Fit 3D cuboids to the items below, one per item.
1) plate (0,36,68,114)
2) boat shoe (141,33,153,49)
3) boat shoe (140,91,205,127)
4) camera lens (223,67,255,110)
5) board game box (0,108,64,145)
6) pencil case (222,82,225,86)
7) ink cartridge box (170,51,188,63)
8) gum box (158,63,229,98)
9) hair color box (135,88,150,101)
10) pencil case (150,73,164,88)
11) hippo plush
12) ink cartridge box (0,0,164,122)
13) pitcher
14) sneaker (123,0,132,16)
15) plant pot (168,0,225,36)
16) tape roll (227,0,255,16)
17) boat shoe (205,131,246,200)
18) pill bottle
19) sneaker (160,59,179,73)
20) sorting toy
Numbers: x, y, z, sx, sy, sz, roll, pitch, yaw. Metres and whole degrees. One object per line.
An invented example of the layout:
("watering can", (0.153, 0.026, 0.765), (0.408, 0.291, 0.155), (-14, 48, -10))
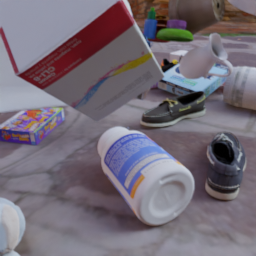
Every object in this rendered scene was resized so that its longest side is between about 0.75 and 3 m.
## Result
("plate", (-2.125, -1.697, 5.221), (2.878, 2.884, 0.466), (-9, 29, -21))
("boat shoe", (0.330, -1.614, 5.393), (0.265, 0.325, 0.771), (12, 49, -20))
("boat shoe", (1.604, -0.708, 9.828), (2.742, 0.826, 0.977), (-15, 30, -29))
("camera lens", (4.751, -1.480, 10.596), (1.919, 1.535, 1.535), (15, 30, 28))
("board game box", (-3.093, -0.143, 9.116), (1.306, 0.435, 1.943), (6, 26, 11))
("pencil case", (4.651, -1.973, 12.774), (0.612, 0.612, 1.399), (3, 25, 6))
("ink cartridge box", (3.646, -4.027, 16.706), (1.932, 0.809, 1.402), (21, 33, 36))
("gum box", (2.947, -2.234, 12.466), (2.166, 0.568, 2.549), (27, 51, 35))
("hair color box", (0.455, -1.139, 7.890), (0.244, 0.398, 0.804), (17, 37, 10))
("pencil case", (1.325, -2.182, 13.178), (1.548, 0.662, 0.650), (-11, 68, -21))
("hippo plush", (-2.549, 1.857, 4.119), (2.390, 1.903, 1.921), (8, -6, -11))
("ink cartridge box", (-0.621, -1.291, 4.228), (1.504, 2.079, 1.511), (-33, 66, 10))
("pitcher", (1.967, -1.607, 7.154), (0.762, 1.078, 1.257), (-28, -1, -35))
("sneaker", (-0.022, -2.932, 8.253), (0.724, 2.016, 0.730), (-10, 0, -32))
("plant pot", (1.738, -2.881, 6.870), (1.043, 1.202, 1.202), (6, 24, 41))
("tape roll", (3.633, -3.367, 6.965), (2.319, 0.424, 2.319), (1, 46, -1))
("boat shoe", (2.489, 0.626, 7.015), (1.014, 0.875, 2.790), (9, 27, 18))
("pill bottle", (0.209, 0.852, 6.069), (1.311, 1.311, 2.340), (-12, 29, -24))
("sneaker", (2.378, -2.798, 13.876), (0.827, 1.064, 2.365), (-16, 30, -29))
("sorting toy", (0.884, -2.505, 6.867), (1.031, 0.705, 1.716), (0, 14, -24))
